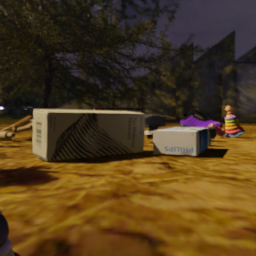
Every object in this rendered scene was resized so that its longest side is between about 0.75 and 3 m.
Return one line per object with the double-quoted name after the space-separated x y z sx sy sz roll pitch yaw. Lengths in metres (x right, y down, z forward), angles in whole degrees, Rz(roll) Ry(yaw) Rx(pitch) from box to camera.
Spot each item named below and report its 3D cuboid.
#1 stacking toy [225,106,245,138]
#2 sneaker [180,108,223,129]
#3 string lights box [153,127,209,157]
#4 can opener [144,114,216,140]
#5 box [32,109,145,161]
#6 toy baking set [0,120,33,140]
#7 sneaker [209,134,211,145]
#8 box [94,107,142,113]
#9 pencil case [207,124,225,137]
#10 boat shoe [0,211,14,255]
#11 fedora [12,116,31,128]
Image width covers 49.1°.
4.591 -0.311 12.410 0.799 1.377 0.756 -12 9 34 "stacking toy"
4.385 -0.486 17.291 1.029 1.472 2.960 -1 2 -42 "sneaker"
1.443 0.318 7.287 1.038 0.595 2.020 1 2 23 "string lights box"
1.837 -0.019 10.253 2.998 1.002 0.800 -1 -5 -23 "can opener"
-0.845 0.110 6.573 2.572 1.057 0.879 -3 8 -37 "box"
-4.372 0.003 11.602 2.790 0.325 2.141 -5 17 42 "toy baking set"
2.097 0.287 9.127 1.326 0.545 0.490 0 4 42 "sneaker"
-0.570 -0.410 15.571 2.657 1.462 0.461 0 3 -13 "box"
3.858 0.100 12.273 0.886 0.392 0.392 22 -9 -29 "pencil case"
-1.892 0.341 1.700 2.980 0.966 1.072 1 2 32 "boat shoe"
-4.212 -0.154 11.225 0.874 0.357 0.874 -26 15 7 "fedora"
